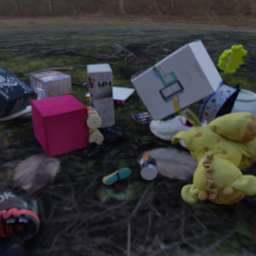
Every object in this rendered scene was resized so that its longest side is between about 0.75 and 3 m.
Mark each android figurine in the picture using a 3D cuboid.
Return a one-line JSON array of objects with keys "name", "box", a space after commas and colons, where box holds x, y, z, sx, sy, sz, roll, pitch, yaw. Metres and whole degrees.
[{"name": "android figurine", "box": [6.945, -4.558, 18.726, 2.169, 1.974, 0.445, -11, 42, -19]}]

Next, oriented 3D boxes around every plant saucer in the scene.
[{"name": "plant saucer", "box": [5.299, -1.298, 13.420, 2.885, 0.724, 2.885, 2, 26, -1]}, {"name": "plant saucer", "box": [1.610, -2.777, 15.843, 2.891, 0.464, 2.891, -10, 31, 6]}]

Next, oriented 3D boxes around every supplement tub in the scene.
[{"name": "supplement tub", "box": [0.631, 1.176, 8.600, 0.501, 0.501, 0.817, 2, 26, 3]}]

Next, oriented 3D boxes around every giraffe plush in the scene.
[{"name": "giraffe plush", "box": [2.465, 0.985, 7.359, 2.774, 2.394, 2.250, 23, 46, -20]}]

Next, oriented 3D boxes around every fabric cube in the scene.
[{"name": "fabric cube", "box": [-2.457, -0.137, 10.134, 1.603, 1.573, 1.598, -14, 31, -28]}]

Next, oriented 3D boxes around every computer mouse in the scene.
[{"name": "computer mouse", "box": [-0.825, 0.519, 10.181, 0.695, 0.404, 2.373, 23, 36, 23]}]

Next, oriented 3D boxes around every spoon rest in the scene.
[{"name": "spoon rest", "box": [-5.020, -0.969, 13.065, 1.253, 0.765, 2.522, 22, 47, 41]}]

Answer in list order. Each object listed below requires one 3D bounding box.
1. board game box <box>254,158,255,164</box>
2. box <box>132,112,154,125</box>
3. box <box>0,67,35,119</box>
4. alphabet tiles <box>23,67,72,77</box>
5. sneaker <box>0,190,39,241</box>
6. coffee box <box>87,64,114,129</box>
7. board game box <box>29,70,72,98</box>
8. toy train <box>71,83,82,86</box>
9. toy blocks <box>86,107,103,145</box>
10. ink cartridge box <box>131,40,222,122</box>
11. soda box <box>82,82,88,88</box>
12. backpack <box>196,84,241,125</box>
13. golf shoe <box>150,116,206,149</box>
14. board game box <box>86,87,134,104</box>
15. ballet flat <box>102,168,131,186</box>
[{"name": "board game box", "box": [4.952, 0.681, 9.792, 1.767, 0.368, 2.612, -2, 26, -5]}, {"name": "box", "box": [0.703, -0.434, 12.329, 0.816, 0.203, 0.810, -12, 26, -23]}, {"name": "box", "box": [-5.315, -1.490, 11.729, 1.842, 1.141, 1.810, 39, 26, 2]}, {"name": "alphabet tiles", "box": [-5.037, -3.527, 17.680, 2.878, 0.091, 2.395, -3, 10, 38]}, {"name": "sneaker", "box": [-3.188, 2.012, 6.484, 2.322, 0.821, 1.135, 0, 26, -6]}, {"name": "coffee box", "box": [-1.131, -1.318, 11.626, 0.941, 2.358, 1.333, -6, 25, -8]}, {"name": "board game box", "box": [-4.353, -2.471, 15.681, 1.585, 0.963, 1.988, -20, 31, -36]}, {"name": "toy train", "box": [-3.221, -2.655, 17.031, 0.991, 0.169, 0.227, 10, 15, 22]}, {"name": "toy blocks", "box": [-1.371, -0.125, 10.528, 0.529, 1.213, 1.456, -9, 23, -14]}, {"name": "ink cartridge box", "box": [1.895, -1.793, 10.790, 2.591, 1.892, 1.901, -28, 6, 33]}, {"name": "soda box", "box": [-2.383, -2.595, 16.792, 0.272, 0.244, 0.769, 20, 33, 36]}, {"name": "backpack", "box": [3.603, -0.823, 11.447, 1.386, 1.799, 1.713, 22, 45, 29]}, {"name": "golf shoe", "box": [1.873, -0.040, 10.363, 0.983, 1.194, 2.609, -25, 32, -39]}, {"name": "board game box", "box": [-0.890, -1.749, 14.698, 2.042, 0.264, 2.041, 7, 23, 14]}, {"name": "ballet flat", "box": [-0.353, 1.417, 8.342, 0.949, 0.326, 0.299, -18, 15, -35]}]
